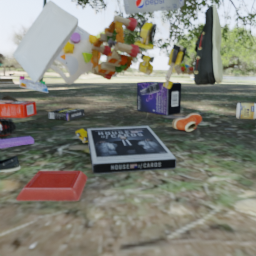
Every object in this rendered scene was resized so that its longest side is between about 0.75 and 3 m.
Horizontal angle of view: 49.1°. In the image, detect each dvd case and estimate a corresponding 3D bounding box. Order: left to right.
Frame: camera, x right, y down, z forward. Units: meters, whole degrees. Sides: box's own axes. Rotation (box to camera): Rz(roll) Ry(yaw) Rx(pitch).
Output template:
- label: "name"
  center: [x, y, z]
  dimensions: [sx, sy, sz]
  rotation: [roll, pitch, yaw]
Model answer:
- label: "dvd case"
  center: [-0.070, 0.491, 7.542]
  dimensions: [1.958, 0.322, 2.605]
  rotation: [-3, 18, -11]

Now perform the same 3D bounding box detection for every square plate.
- label: "square plate"
  center: [-2.916, -3.060, 9.853]
  dimensions: [0.359, 2.525, 2.501]
  rotation: [27, 13, -50]

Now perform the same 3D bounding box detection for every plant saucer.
- label: "plant saucer"
  center: [-1.440, 1.090, 5.496]
  dimensions: [1.137, 0.209, 1.135]
  rotation: [-1, 12, 0]

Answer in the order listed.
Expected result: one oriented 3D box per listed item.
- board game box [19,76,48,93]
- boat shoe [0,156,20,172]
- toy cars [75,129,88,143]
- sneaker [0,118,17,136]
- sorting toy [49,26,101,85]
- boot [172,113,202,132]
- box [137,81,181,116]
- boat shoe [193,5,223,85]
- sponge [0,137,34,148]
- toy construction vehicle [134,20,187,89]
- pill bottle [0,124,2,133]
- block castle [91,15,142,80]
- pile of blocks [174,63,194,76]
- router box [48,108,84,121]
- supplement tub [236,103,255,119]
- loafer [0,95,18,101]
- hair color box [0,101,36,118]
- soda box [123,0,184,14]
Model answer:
- label: "board game box"
  center: [-3.435, -1.599, 10.179]
  dimensions: [0.969, 0.125, 0.970]
  rotation: [10, 24, -27]
- label: "boat shoe"
  center: [-3.025, 0.834, 6.326]
  dimensions: [1.081, 0.359, 0.404]
  rotation: [-4, 13, -20]
- label: "toy cars"
  center: [-0.961, 0.329, 8.878]
  dimensions: [1.439, 0.319, 0.645]
  rotation: [3, 30, -1]
- label: "sneaker"
  center: [-4.830, -0.010, 9.648]
  dimensions: [0.885, 0.641, 1.812]
  rotation: [3, 7, 40]
- label: "sorting toy"
  center: [-2.821, -3.367, 12.836]
  dimensions: [2.847, 2.563, 1.521]
  rotation: [31, -25, -12]
- label: "boot"
  center: [2.497, -0.170, 10.913]
  dimensions: [1.440, 0.540, 0.772]
  rotation: [-17, 24, -34]
- label: "box"
  center: [1.615, -1.636, 15.015]
  dimensions: [1.169, 1.658, 2.241]
  rotation: [-12, 16, -42]
- label: "boat shoe"
  center: [2.674, -2.835, 9.458]
  dimensions: [0.933, 2.979, 1.090]
  rotation: [-4, -20, 30]
- label: "sponge"
  center: [-3.521, 0.438, 8.737]
  dimensions: [1.023, 0.153, 0.570]
  rotation: [-7, 13, -32]
- label: "toy construction vehicle"
  center: [1.219, -2.989, 11.926]
  dimensions: [2.149, 2.468, 0.869]
  rotation: [25, 50, 10]
- label: "pill bottle"
  center: [-4.358, 0.105, 8.883]
  dimensions: [0.559, 0.559, 1.052]
  rotation: [-2, 25, -9]
- label: "block castle"
  center: [-0.519, -3.313, 11.992]
  dimensions: [1.244, 1.772, 2.651]
  rotation: [7, -20, -32]
- label: "pile of blocks"
  center: [2.138, -2.195, 10.256]
  dimensions: [0.357, 0.472, 1.149]
  rotation: [-17, -5, 42]
- label: "router box"
  center: [-2.937, -0.667, 13.465]
  dimensions: [1.115, 0.370, 1.418]
  rotation: [5, 13, 22]
- label: "supplement tub"
  center: [5.641, -0.780, 13.120]
  dimensions: [1.016, 0.734, 0.734]
  rotation: [3, 12, 18]
- label: "loafer"
  center: [-6.666, -1.364, 15.537]
  dimensions: [2.486, 0.887, 0.907]
  rotation: [2, 12, 10]
- label: "hair color box"
  center: [-5.953, -0.958, 14.051]
  dimensions: [2.301, 0.705, 1.168]
  rotation: [2, 13, 11]
- label: "soda box"
  center: [0.712, -3.683, 8.077]
  dimensions: [1.682, 0.534, 0.574]
  rotation: [7, 38, 27]
